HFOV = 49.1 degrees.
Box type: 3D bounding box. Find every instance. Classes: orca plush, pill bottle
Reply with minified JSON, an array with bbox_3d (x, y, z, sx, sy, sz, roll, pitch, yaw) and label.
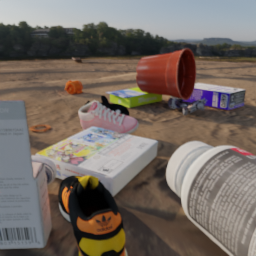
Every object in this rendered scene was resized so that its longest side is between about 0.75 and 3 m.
[{"bbox_3d":[-1.030,-1.022,12.250,1.319,0.891,2.506,-16,24,-39],"label":"orca plush"},{"bbox_3d":[1.856,1.212,4.484,1.561,1.561,2.820,-9,21,-25],"label":"pill bottle"}]

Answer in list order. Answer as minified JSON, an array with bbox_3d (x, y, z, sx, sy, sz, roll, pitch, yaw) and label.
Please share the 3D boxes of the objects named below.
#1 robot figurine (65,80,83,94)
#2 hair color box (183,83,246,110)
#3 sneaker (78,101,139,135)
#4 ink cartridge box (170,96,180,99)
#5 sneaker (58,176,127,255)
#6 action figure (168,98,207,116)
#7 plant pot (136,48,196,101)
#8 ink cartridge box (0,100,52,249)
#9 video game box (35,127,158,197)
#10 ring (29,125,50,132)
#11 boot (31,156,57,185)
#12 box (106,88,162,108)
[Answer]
[{"bbox_3d":[-3.225,-2.437,16.737,0.916,0.742,1.273,7,20,26],"label":"robot figurine"},{"bbox_3d":[4.227,-1.622,14.098,1.496,0.887,2.737,-15,21,-39],"label":"hair color box"},{"bbox_3d":[-0.746,-0.338,9.558,2.112,1.104,0.795,2,45,20],"label":"sneaker"},{"bbox_3d":[2.631,-1.929,15.276,0.404,0.693,0.957,9,21,25],"label":"ink cartridge box"},{"bbox_3d":[-0.687,1.249,4.973,0.931,1.198,2.661,-7,20,-20],"label":"sneaker"},{"bbox_3d":[2.675,-0.983,12.410,1.223,0.652,1.879,-19,22,-31],"label":"action figure"},{"bbox_3d":[1.730,-2.488,13.215,2.256,2.320,2.320,6,19,33],"label":"plant pot"},{"bbox_3d":[-2.809,0.749,4.381,2.904,2.520,0.632,-1,19,-2],"label":"ink cartridge box"},{"bbox_3d":[-0.728,0.731,7.462,2.269,0.583,2.491,15,23,25],"label":"video game box"},{"bbox_3d":[-3.281,0.024,10.438,0.760,0.073,0.760,0,18,0],"label":"ring"},{"bbox_3d":[-2.722,1.262,5.732,2.402,0.874,1.085,-9,24,-1],"label":"boot"},{"bbox_3d":[0.326,-1.600,14.394,2.614,0.623,1.594,-15,24,-38],"label":"box"}]
